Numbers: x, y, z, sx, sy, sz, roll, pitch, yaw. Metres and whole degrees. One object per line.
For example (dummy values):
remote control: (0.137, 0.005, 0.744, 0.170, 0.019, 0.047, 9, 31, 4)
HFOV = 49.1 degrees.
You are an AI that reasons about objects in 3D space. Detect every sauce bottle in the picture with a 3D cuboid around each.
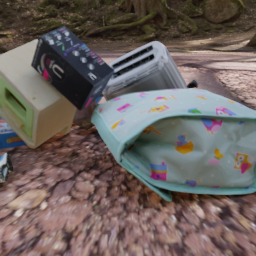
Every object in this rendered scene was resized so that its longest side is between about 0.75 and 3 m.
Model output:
sauce bottle: (-1.633, -0.448, 9.380, 1.819, 0.588, 0.588, -14, 23, -37)

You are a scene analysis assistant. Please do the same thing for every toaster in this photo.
toaster: (0.512, -1.200, 7.940, 2.672, 1.726, 1.518, -21, 41, 19)

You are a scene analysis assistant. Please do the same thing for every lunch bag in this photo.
lunch bag: (0.848, 0.147, 5.760, 2.993, 1.825, 2.549, 0, 19, -17)

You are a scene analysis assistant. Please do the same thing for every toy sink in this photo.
toy sink: (-2.393, -0.608, 7.156, 1.635, 2.508, 1.405, 45, 56, 7)

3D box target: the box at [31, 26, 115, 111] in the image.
box: (-1.174, -1.244, 5.885, 1.466, 0.896, 0.777, 42, 47, 2)

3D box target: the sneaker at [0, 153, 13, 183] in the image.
sneaker: (-2.686, 0.819, 5.725, 0.480, 0.418, 1.066, -13, 12, -7)

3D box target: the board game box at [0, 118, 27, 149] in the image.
board game box: (-3.527, 0.118, 7.926, 1.566, 0.438, 1.534, -9, 20, -23)

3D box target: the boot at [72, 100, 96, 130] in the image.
boot: (-1.725, -0.586, 8.753, 1.647, 0.568, 1.767, -11, 45, -2)

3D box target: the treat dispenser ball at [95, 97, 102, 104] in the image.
treat dispenser ball: (-1.877, -1.659, 10.615, 2.030, 2.030, 2.030, 0, 19, 0)
